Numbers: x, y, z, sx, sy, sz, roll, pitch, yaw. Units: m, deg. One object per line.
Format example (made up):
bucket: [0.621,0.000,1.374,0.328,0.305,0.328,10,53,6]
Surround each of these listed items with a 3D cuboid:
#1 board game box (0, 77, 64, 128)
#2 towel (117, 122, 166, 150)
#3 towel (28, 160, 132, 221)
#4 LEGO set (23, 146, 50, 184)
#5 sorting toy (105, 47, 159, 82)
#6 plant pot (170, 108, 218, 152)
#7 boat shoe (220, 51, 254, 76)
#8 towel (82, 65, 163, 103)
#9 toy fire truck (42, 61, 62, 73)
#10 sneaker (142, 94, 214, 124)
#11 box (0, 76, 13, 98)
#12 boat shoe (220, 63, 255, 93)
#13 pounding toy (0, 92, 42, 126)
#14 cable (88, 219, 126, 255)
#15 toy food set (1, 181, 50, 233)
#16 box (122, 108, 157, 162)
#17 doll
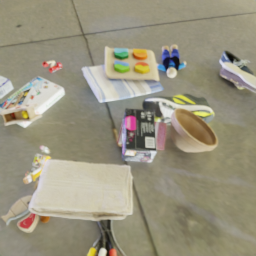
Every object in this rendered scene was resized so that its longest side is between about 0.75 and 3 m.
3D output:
board game box: [-3.950,-1.134,11.470,1.475,0.404,2.337,26,53,21]
towel: [0.541,0.216,10.423,1.697,0.193,1.223,7,51,9]
towel: [-1.279,1.815,8.432,2.878,0.496,1.907,6,37,-3]
LEGO set: [-3.072,1.260,9.197,0.513,0.635,1.379,14,57,17]
sorting toy: [0.144,-2.833,12.058,2.293,0.418,2.122,4,47,-9]
plant pot: [2.100,0.234,9.707,1.852,0.855,1.852,26,31,-17]
boat shoe: [5.057,-2.889,12.911,0.739,0.610,1.973,-19,51,-16]
towel: [-0.245,-2.037,11.681,2.921,0.348,2.146,-13,51,-23]
toy fire truck: [-3.485,-2.878,12.907,0.862,0.608,0.210,-34,57,-26]
sneaker: [1.899,-0.795,10.919,2.730,1.017,1.155,10,40,-1]
box: [-5.626,-1.769,11.988,0.933,0.490,0.858,22,51,19]
boat shoe: [4.893,-2.088,12.197,0.746,0.618,2.077,-20,51,-36]
pounding toy: [-3.951,-0.687,9.916,1.741,0.999,0.995,0,21,40]
cable: [-0.562,2.992,7.541,1.404,0.727,2.891,0,48,3]
toy food set: [-2.579,2.232,8.489,1.397,0.346,2.198,28,54,23]
box: [0.360,0.265,9.600,1.068,0.927,1.616,4,60,-7]
doll: [1.960,-3.069,13.133,1.461,0.519,2.142,-6,47,8]
